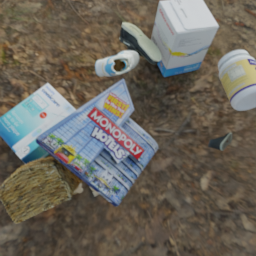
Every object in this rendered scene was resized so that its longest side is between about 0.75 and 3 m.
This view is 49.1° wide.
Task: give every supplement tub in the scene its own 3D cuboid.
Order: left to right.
[{"bbox_3d":[3.525,-1.475,8.663,1.166,1.166,1.604,-10,63,-5],"label":"supplement tub"}]

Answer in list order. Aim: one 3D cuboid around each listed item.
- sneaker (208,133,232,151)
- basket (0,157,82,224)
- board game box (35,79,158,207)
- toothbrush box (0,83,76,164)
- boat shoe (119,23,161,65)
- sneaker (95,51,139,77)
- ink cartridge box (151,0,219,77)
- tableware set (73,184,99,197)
[{"bbox_3d":[2.945,0.381,8.916,0.497,0.350,0.935,10,29,41],"label":"sneaker"},{"bbox_3d":[-2.466,1.534,7.882,1.865,1.389,1.331,-26,97,8],"label":"basket"},{"bbox_3d":[-0.490,0.190,7.542,2.733,0.843,2.731,40,70,-7],"label":"board game box"},{"bbox_3d":[-3.039,-0.091,9.619,2.383,1.016,1.745,-40,71,-19],"label":"toothbrush box"},{"bbox_3d":[0.402,-2.910,10.091,0.814,0.766,2.266,-6,47,-41],"label":"boat shoe"},{"bbox_3d":[-0.169,-2.030,8.943,0.749,0.709,1.854,8,29,39],"label":"sneaker"},{"bbox_3d":[1.947,-3.338,10.368,1.613,2.230,1.642,-14,64,-13],"label":"ink cartridge box"},{"bbox_3d":[-1.462,1.434,9.338,1.529,0.212,1.831,-12,66,-6],"label":"tableware set"}]
